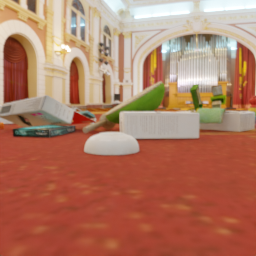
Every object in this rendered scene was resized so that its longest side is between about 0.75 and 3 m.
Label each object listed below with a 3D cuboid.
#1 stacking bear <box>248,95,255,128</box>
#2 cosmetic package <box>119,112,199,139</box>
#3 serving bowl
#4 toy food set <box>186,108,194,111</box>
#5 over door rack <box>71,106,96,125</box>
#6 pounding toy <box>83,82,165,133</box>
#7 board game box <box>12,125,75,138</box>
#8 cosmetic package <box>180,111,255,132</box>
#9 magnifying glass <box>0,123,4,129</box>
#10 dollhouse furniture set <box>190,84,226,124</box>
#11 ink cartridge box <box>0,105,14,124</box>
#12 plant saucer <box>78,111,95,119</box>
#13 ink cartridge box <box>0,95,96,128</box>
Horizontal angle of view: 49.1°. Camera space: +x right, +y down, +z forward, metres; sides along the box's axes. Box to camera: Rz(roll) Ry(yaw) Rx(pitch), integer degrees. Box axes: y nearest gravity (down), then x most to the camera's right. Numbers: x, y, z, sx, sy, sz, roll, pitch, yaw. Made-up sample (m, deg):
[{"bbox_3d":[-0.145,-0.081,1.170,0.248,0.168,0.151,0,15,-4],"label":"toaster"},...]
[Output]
[{"bbox_3d":[5.386,-0.699,11.804,0.813,1.339,0.761,-2,5,-24],"label":"stacking bear"},{"bbox_3d":[0.841,-0.094,7.896,2.071,0.767,1.053,-2,5,-8],"label":"cosmetic package"},{"bbox_3d":[-0.327,0.283,5.600,1.099,0.361,1.099,1,4,0],"label":"serving bowl"},{"bbox_3d":[3.307,-0.758,13.827,0.360,0.649,1.102,-36,9,-38],"label":"toy food set"},{"bbox_3d":[-1.972,-0.477,11.956,1.027,0.463,1.390,31,-4,-16],"label":"over door rack"},{"bbox_3d":[0.212,-0.298,9.552,2.871,1.332,2.216,-29,7,18],"label":"pounding toy"},{"bbox_3d":[-2.570,0.083,8.837,1.202,0.250,1.777,1,5,13],"label":"board game box"},{"bbox_3d":[3.308,-0.314,10.961,1.162,0.713,2.816,-3,5,-41],"label":"cosmetic package"},{"bbox_3d":[-6.053,-0.023,10.365,2.644,0.296,1.052,-5,6,-31],"label":"magnifying glass"},{"bbox_3d":[2.794,-0.897,9.976,1.179,0.904,1.800,-5,26,27],"label":"dollhouse furniture set"},{"bbox_3d":[-6.851,-0.679,14.048,2.211,0.947,1.632,6,7,39],"label":"ink cartridge box"},{"bbox_3d":[-1.876,-0.455,10.456,1.433,0.136,0.501,-5,-22,38],"label":"plant saucer"},{"bbox_3d":[-2.986,-0.315,10.394,2.755,0.600,2.391,-4,-24,38],"label":"ink cartridge box"}]
